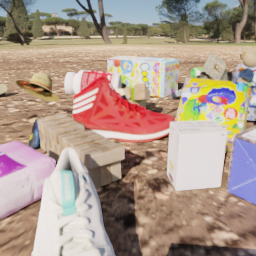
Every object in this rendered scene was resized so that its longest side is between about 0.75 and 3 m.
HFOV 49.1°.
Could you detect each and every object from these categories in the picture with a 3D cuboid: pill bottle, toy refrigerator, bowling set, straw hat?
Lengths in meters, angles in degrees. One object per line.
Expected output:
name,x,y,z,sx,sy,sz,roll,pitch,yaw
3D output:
pill bottle,-1.367,-1.661,11.090,2.089,1.173,1.173,7,21,4
toy refrigerator,-0.404,-0.994,9.938,2.073,0.725,0.787,2,1,2
bowling set,3.518,-0.830,7.490,2.454,1.708,1.317,36,30,2
straw hat,-2.496,-1.280,8.061,1.291,0.546,1.291,16,-16,5

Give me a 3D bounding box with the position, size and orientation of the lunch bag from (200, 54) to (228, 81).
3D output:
lunch bag,2.608,-1.586,8.617,0.657,1.117,0.916,9,51,36

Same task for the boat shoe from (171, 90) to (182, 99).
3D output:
boat shoe,2.249,-1.399,11.650,0.936,0.331,0.425,-4,-11,-30

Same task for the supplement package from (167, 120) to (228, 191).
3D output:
supplement package,1.289,0.516,5.406,0.912,1.170,0.649,-3,20,-8

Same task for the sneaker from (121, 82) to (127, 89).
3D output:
sneaker,-1.057,-1.700,12.326,1.886,0.757,0.814,4,9,-16

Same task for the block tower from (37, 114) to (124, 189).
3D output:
block tower,-1.184,0.424,6.245,0.757,0.810,2.802,-15,23,-33

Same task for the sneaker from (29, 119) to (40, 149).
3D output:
sneaker,-2.333,0.172,7.476,0.473,0.398,1.206,26,23,-23

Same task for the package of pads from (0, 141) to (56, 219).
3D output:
package of pads,-2.393,0.971,4.682,1.298,0.815,2.155,15,25,36

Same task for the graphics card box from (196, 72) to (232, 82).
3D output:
graphics card box,4.147,-2.405,13.691,1.220,0.495,1.945,0,4,-2

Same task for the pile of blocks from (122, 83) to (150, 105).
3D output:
pile of blocks,0.056,-0.857,9.003,1.719,0.706,0.534,-31,-22,32

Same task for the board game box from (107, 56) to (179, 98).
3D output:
board game box,0.663,-2.428,12.911,2.903,1.495,1.522,13,24,30

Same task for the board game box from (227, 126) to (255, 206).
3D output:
board game box,3.321,0.644,5.061,2.396,1.160,1.910,-16,25,-36

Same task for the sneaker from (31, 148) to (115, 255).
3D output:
sneaker,-0.714,1.195,3.396,1.098,1.291,2.918,-5,21,-15

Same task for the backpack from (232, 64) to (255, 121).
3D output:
backpack,4.216,-1.157,8.951,2.019,1.556,1.923,-5,51,29

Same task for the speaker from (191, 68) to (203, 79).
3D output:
speaker,4.439,-3.175,16.204,1.509,0.667,0.667,-3,20,-8

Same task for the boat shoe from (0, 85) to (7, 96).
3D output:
boat shoe,-5.833,-1.453,11.878,1.379,0.504,0.432,-27,0,-35

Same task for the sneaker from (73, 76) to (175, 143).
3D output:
sneaker,-0.118,-0.556,7.557,2.864,1.654,1.122,-4,22,-4

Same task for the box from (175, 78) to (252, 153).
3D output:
box,2.073,-0.302,6.874,1.546,1.489,0.943,9,-18,23
